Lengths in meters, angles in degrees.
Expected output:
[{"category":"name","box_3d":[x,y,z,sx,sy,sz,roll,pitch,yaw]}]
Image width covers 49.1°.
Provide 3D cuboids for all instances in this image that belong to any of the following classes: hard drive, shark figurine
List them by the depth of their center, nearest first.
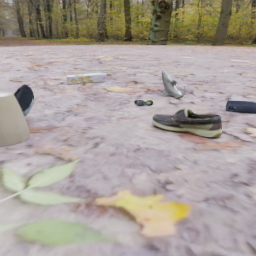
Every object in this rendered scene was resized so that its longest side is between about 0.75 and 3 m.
[{"category":"hard drive","box_3d":[4.446,-0.824,10.782,1.273,0.270,0.859,7,21,17]},{"category":"shark figurine","box_3d":[1.945,-1.609,12.646,0.843,1.206,2.019,-27,42,-2]}]

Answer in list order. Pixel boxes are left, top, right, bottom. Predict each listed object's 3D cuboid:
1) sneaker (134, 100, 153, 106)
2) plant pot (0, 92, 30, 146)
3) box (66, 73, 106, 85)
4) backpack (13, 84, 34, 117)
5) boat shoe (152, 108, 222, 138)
[{"category":"sneaker","box_3d":[0.612,-1.033,11.427,0.775,0.286,0.314,3,12,-14]},{"category":"plant pot","box_3d":[-3.486,-0.312,7.908,1.224,1.307,1.224,1,21,0]},{"category":"box","box_3d":[-2.350,-2.807,15.904,2.249,0.466,0.435,-9,22,-25]},{"category":"backpack","box_3d":[-3.613,-0.758,9.333,1.200,0.922,0.979,-15,49,40]},{"category":"boat shoe","box_3d":[1.785,-0.264,8.617,2.206,0.715,0.808,10,22,25]}]
